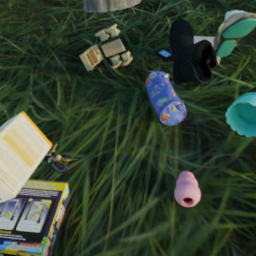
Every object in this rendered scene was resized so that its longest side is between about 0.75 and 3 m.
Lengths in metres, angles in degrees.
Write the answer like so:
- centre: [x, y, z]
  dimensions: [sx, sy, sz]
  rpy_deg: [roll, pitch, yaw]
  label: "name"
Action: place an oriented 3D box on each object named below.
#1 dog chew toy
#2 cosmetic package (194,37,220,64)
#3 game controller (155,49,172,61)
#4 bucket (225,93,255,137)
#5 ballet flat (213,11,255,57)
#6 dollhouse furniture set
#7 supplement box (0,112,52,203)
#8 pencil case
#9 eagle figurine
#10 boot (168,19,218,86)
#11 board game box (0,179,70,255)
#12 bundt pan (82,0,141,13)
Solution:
- centre: [1.705, 1.715, 8.143]
  dimensions: [0.723, 0.723, 1.161]
  rpy_deg: [5, 33, 6]
  label: "dog chew toy"
- centre: [3.620, -3.988, 14.332]
  dimensions: [2.166, 1.157, 0.977]
  rpy_deg: [4, 40, 2]
  label: "cosmetic package"
- centre: [1.967, -3.919, 14.942]
  dimensions: [0.593, 0.239, 1.136]
  rpy_deg: [-24, 46, -25]
  label: "game controller"
- centre: [3.465, -0.402, 7.953]
  dimensions: [1.164, 1.164, 0.757]
  rpy_deg: [25, 47, 26]
  label: "bucket"
- centre: [3.479, -3.367, 9.522]
  dimensions: [0.941, 2.766, 0.930]
  rpy_deg: [-2, 81, -4]
  label: "ballet flat"
- centre: [-1.149, -3.650, 13.553]
  dimensions: [1.963, 1.803, 1.277]
  rpy_deg: [-10, 32, 33]
  label: "dollhouse furniture set"
- centre: [-2.761, 0.642, 6.565]
  dimensions: [0.690, 1.182, 1.875]
  rpy_deg: [-24, 24, 27]
  label: "supplement box"
- centre: [1.465, -1.277, 11.238]
  dimensions: [1.027, 1.143, 2.631]
  rpy_deg: [27, 30, -32]
  label: "pencil case"
- centre: [-2.214, 1.042, 9.099]
  dimensions: [0.883, 0.666, 0.670]
  rpy_deg: [37, 91, -2]
  label: "eagle figurine"
- centre: [2.201, -2.699, 9.519]
  dimensions: [0.964, 2.523, 2.120]
  rpy_deg: [-2, 3, -14]
  label: "boot"
- centre: [-3.064, 2.355, 7.364]
  dimensions: [2.545, 0.722, 2.104]
  rpy_deg: [5, 39, 5]
  label: "board game box"
- centre: [-0.647, -4.701, 9.788]
  dimensions: [2.127, 0.798, 2.127]
  rpy_deg: [-7, 34, 5]
  label: "bundt pan"
